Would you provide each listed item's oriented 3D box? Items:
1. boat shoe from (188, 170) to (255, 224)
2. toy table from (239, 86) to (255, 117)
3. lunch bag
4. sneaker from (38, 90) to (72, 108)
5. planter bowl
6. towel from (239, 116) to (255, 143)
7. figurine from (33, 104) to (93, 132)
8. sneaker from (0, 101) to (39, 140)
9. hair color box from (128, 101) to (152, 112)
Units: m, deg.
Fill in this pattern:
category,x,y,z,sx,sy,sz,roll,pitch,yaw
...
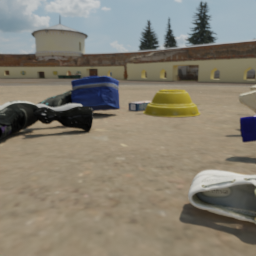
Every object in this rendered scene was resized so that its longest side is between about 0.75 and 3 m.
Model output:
category,x,y,z,sx,sy,sz,roll,pitch,yaw
boat shoe,1.642,0.884,3.350,1.853,0.656,0.642,-5,8,26
toy table,4.532,-0.627,8.632,2.077,1.323,2.259,-17,12,-16
lunch bag,-1.536,-1.580,12.673,2.249,1.488,1.528,-2,-6,22
sneaker,-3.159,-1.154,12.805,1.147,1.091,2.895,0,10,8
planter bowl,2.032,-1.226,13.111,2.666,1.110,2.666,-1,11,0
towel,2.873,-0.002,6.092,0.817,0.603,0.202,-6,23,18
figurine,-2.266,-0.453,9.147,1.789,0.790,1.834,6,7,-26
sneaker,-3.517,-0.031,7.885,1.197,1.035,2.734,26,28,34
hair color box,0.745,-1.135,14.444,1.382,0.418,0.691,-10,15,-43
